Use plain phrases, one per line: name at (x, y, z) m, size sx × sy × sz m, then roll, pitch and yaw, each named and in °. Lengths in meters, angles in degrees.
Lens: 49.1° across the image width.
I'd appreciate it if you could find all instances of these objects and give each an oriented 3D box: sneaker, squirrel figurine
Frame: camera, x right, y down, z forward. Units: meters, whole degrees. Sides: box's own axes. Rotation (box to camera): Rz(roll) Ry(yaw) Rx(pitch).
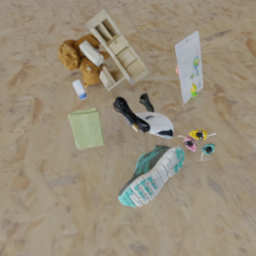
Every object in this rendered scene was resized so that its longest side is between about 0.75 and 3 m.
sneaker at (0.638, -0.832, 10.017) m, size 0.314 × 0.821 × 0.470 m, roll -20°, pitch 2°, yaw 35°
sneaker at (0.628, 1.494, 9.263) m, size 2.686 × 1.042 × 1.225 m, roll -36°, pitch 32°, yaw -24°
squirrel figurine at (-2.234, -3.220, 13.778) m, size 2.637 × 1.866 × 2.461 m, roll 5°, pitch 58°, yaw -20°

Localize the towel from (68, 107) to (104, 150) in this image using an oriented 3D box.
towel at (-1.431, 0.044, 9.810) m, size 1.087 × 1.465 × 0.267 m, roll -10°, pitch 23°, yaw 2°

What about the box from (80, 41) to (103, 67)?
box at (-1.707, -3.476, 13.108) m, size 1.205 × 0.495 × 0.412 m, roll 44°, pitch 78°, yaw 10°

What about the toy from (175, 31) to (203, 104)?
toy at (2.531, -2.604, 12.178) m, size 1.554 × 2.699 × 0.637 m, roll -39°, pitch 37°, yaw -29°

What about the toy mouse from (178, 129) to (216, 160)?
toy mouse at (2.156, 0.481, 8.407) m, size 1.316 × 1.169 × 0.255 m, roll 6°, pitch 43°, yaw 40°

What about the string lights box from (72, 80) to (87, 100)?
string lights box at (-1.840, -1.434, 10.711) m, size 0.293 × 0.994 × 0.511 m, roll -26°, pitch 86°, yaw -5°

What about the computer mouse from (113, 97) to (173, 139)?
computer mouse at (0.774, -0.258, 9.389) m, size 2.725 × 0.598 × 1.494 m, roll 14°, pitch 26°, yaw -52°

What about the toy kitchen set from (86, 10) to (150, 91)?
toy kitchen set at (-0.792, -3.024, 11.847) m, size 1.985 × 2.195 × 2.433 m, roll -37°, pitch 56°, yaw 9°
